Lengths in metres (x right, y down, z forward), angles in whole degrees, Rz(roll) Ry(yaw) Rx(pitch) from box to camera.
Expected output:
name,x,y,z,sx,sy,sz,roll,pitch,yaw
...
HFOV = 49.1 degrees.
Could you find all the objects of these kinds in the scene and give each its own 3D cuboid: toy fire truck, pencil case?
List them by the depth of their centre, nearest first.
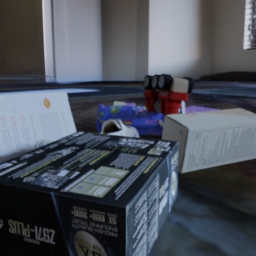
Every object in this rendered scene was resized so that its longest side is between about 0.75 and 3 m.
name,x,y,z,sx,sy,sz,roll,pitch,yaw
toy fire truck,1.267,-0.587,8.801,1.299,2.018,1.777,5,7,-20
pencil case,0.313,-0.235,9.972,2.979,1.162,1.294,1,20,3

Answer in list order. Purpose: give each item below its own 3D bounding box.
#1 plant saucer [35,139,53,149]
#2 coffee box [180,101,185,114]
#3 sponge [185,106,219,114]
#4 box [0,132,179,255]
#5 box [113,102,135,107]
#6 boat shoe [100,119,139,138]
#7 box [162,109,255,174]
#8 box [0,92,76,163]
name,x,y,z,sx,sy,sz,roll,pitch,yaw
plant saucer,-1.475,0.671,5.963,0.288,1.146,1.146,-33,6,14
coffee box,1.831,-0.947,11.785,0.997,1.764,0.704,3,54,18
sponge,3.477,-0.578,12.955,1.578,0.422,2.829,-12,16,-30
box,-0.541,0.974,4.464,2.218,1.166,2.708,5,13,20
box,-0.194,-0.488,11.160,0.856,0.973,0.470,5,-16,1
boat shoe,-0.344,0.170,8.069,0.926,0.912,2.612,-12,11,18
box,2.228,0.261,7.334,2.601,1.235,1.011,-4,24,-26
box,-2.470,0.058,7.015,2.040,1.553,1.085,-7,-22,-30
